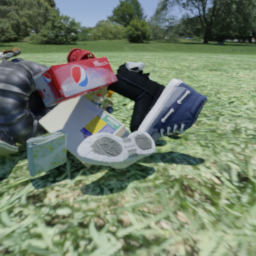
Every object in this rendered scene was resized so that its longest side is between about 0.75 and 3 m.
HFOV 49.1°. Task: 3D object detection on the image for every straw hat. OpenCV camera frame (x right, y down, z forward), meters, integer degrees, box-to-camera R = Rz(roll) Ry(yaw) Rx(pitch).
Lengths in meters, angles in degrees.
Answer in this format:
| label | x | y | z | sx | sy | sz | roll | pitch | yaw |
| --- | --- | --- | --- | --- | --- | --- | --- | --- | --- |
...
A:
| label | x | y | z | sx | sy | sz | roll | pitch | yaw |
| --- | --- | --- | --- | --- | --- | --- | --- | --- | --- |
| straw hat | -1.382 | -1.616 | 10.161 | 1.768 | 1.768 | 0.748 | -2 | 33 | -7 |

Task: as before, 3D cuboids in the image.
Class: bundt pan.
| label | x | y | z | sx | sy | sz | roll | pitch | yaw |
| --- | --- | --- | --- | --- | --- | --- | --- | --- | --- |
| bundt pan | -3.271 | -0.849 | 9.493 | 1.136 | 3.028 | 3.028 | 6 | 20 | 31 |

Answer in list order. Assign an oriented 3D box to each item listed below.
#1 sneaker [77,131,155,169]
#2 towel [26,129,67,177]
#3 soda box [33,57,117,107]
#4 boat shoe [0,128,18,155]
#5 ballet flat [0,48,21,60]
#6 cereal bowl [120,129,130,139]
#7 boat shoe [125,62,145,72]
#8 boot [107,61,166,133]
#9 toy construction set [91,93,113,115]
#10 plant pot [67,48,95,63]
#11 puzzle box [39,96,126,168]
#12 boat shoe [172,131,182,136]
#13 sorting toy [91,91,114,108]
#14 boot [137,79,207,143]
| label | x | y | z | sx | sy | sz | roll | pitch | yaw |
| --- | --- | --- | --- | --- | --- | --- | --- | --- | --- |
| sneaker | -0.385 | 0.777 | 7.658 | 2.378 | 1.182 | 0.927 | 0 | 54 | -38 |
| towel | -2.164 | 0.683 | 7.554 | 1.079 | 1.261 | 0.304 | -20 | 47 | -35 |
| soda box | -1.441 | -1.436 | 8.306 | 0.840 | 0.928 | 2.650 | -20 | 7 | 34 |
| boat shoe | -3.826 | 0.420 | 8.396 | 0.812 | 0.678 | 2.178 | -9 | -11 | -11 |
| ballet flat | -4.021 | -2.414 | 9.304 | 1.004 | 0.341 | 0.363 | -5 | 31 | 23 |
| cereal bowl | -0.390 | 0.159 | 10.698 | 0.922 | 0.384 | 0.922 | 0 | 19 | 0 |
| boat shoe | 0.255 | -1.833 | 8.531 | 0.767 | 0.276 | 0.252 | -4 | 60 | -49 |
| boot | 0.109 | -1.056 | 9.687 | 1.813 | 2.212 | 0.819 | 31 | -3 | 1 |
| toy construction set | -1.228 | -0.522 | 10.856 | 1.160 | 1.769 | 0.815 | 16 | 24 | -17 |
| plant pot | -1.615 | -2.260 | 9.505 | 0.733 | 0.805 | 0.805 | 30 | 33 | 35 |
| puzzle box | -1.468 | -0.049 | 8.729 | 1.650 | 0.315 | 2.481 | -43 | 56 | -17 |
| boat shoe | 1.590 | 0.020 | 10.962 | 0.382 | 0.461 | 1.284 | 38 | -12 | -32 |
| sorting toy | -1.353 | -1.251 | 12.330 | 1.457 | 1.956 | 0.262 | 32 | 60 | -4 |
| boot | 1.230 | -0.095 | 8.530 | 1.205 | 2.667 | 0.970 | 35 | 11 | 22 |
